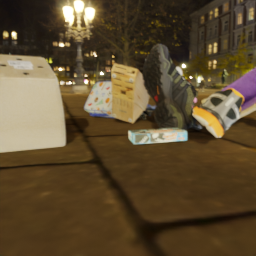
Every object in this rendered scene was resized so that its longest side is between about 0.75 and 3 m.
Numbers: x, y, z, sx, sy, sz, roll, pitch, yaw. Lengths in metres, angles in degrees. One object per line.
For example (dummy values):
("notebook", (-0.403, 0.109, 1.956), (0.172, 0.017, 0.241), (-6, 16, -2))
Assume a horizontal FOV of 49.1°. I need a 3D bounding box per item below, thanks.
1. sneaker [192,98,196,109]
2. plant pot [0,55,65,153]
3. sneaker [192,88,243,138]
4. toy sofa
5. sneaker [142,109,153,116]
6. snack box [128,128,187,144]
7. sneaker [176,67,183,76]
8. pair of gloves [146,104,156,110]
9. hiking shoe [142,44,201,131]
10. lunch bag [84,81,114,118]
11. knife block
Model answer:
("sneaker", (2.269, -1.244, 12.804), (1.886, 0.899, 0.745), (21, -12, -20))
("plant pot", (-2.507, -0.682, 6.528), (1.857, 1.646, 1.859), (-4, 37, -30))
("sneaker", (2.302, -0.406, 7.001), (1.037, 1.023, 2.650), (43, 13, 5))
("toy sofa", (3.451, -0.959, 8.452), (1.311, 1.112, 2.686), (-13, -15, -35))
("sneaker", (0.635, -0.668, 12.727), (1.042, 0.444, 0.401), (-2, 21, -20))
("snack box", (0.734, 0.196, 7.206), (1.359, 0.252, 0.789), (-3, 7, -9))
("sneaker", (1.481, -1.494, 11.332), (1.082, 1.995, 0.699), (-15, 46, -21))
("pair of gloves", (1.652, -0.705, 12.548), (2.807, 0.320, 2.256), (19, 13, 42))
("hiking shoe", (1.414, -1.235, 8.897), (1.480, 2.941, 1.114), (-2, -15, -32))
("lunch bag", (-1.014, -1.237, 12.714), (2.127, 1.705, 0.804), (6, -20, 44))
("knife block", (0.346, -1.488, 10.877), (0.926, 2.895, 2.542), (18, 42, 19))
